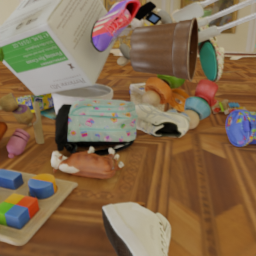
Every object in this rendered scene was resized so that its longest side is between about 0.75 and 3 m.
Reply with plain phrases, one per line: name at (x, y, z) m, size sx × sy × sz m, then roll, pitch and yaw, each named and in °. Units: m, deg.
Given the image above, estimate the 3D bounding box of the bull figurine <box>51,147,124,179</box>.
bull figurine at (-0.996, 0.845, 6.848) m, size 1.777 × 0.579 × 1.079 m, roll 9°, pitch 21°, yaw 25°

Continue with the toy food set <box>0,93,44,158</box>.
toy food set at (-3.503, -0.051, 7.490) m, size 0.457 × 1.843 × 2.899 m, roll -7°, pitch 1°, yaw 41°

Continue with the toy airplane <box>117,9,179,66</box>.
toy airplane at (0.721, -3.528, 10.945) m, size 2.346 × 1.663 × 2.357 m, roll 3°, pitch 57°, yaw 50°

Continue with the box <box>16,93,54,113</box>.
box at (-3.618, -1.145, 11.844) m, size 0.772 × 0.708 × 2.203 m, roll -8°, pitch 12°, yaw 21°

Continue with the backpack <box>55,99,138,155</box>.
backpack at (-0.881, -0.125, 8.247) m, size 2.355 × 1.491 × 1.965 m, roll 0°, pitch 17°, yaw -7°

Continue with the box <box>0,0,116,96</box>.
box at (-2.333, -2.953, 9.252) m, size 2.787 × 2.399 × 2.800 m, roll -5°, pitch 51°, yaw 32°

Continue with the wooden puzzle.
wooden puzzle at (-2.301, 1.347, 5.589) m, size 1.894 × 0.473 × 2.045 m, roll 6°, pitch 20°, yaw 18°

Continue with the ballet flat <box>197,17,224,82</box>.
ballet flat at (3.100, -3.128, 10.703) m, size 0.943 × 2.951 × 1.116 m, roll -12°, pitch -18°, yaw -20°

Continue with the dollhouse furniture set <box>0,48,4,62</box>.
dollhouse furniture set at (-3.475, -2.575, 7.237) m, size 0.628 × 1.627 × 0.813 m, roll 5°, pitch -21°, yaw -15°

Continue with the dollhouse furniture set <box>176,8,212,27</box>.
dollhouse furniture set at (2.854, -4.408, 12.176) m, size 1.776 × 1.163 × 0.891 m, roll -8°, pitch 49°, yaw -7°

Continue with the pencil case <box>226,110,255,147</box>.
pencil case at (4.535, -0.090, 8.565) m, size 2.883 × 1.125 × 1.252 m, roll -5°, pitch -12°, yaw -11°

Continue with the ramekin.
ramekin at (-1.718, -0.897, 10.672) m, size 2.274 × 1.193 × 2.274 m, roll 3°, pitch 23°, yaw -1°

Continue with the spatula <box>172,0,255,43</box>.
spatula at (2.824, -3.430, 8.384) m, size 2.565 × 0.206 × 1.783 m, roll -13°, pitch -29°, yaw 36°

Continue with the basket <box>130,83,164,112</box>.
basket at (0.838, -1.307, 12.265) m, size 1.122 × 1.021 × 1.655 m, roll -6°, pitch 21°, yaw -18°

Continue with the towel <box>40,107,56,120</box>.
towel at (-2.966, -0.604, 11.582) m, size 1.431 × 0.155 × 1.050 m, roll 16°, pitch 26°, yaw 38°

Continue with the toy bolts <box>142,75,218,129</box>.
toy bolts at (1.933, -0.824, 10.696) m, size 2.603 × 2.486 × 1.805 m, roll 24°, pitch 66°, yaw 33°

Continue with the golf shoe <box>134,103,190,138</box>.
golf shoe at (0.784, -0.191, 9.355) m, size 2.459 × 0.963 × 1.196 m, roll 5°, pitch 26°, yaw 17°

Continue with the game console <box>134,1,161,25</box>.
game console at (0.724, -3.691, 9.141) m, size 0.699 × 0.143 × 1.185 m, roll -30°, pitch -18°, yaw 33°

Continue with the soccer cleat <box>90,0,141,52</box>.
soccer cleat at (-0.362, -3.078, 8.212) m, size 0.797 × 0.743 × 2.179 m, roll -4°, pitch 46°, yaw 42°

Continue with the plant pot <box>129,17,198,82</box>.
plant pot at (0.845, -1.816, 6.554) m, size 1.390 × 1.404 × 1.404 m, roll 6°, pitch 20°, yaw 21°

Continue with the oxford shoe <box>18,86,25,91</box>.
oxford shoe at (-6.111, -2.203, 16.061) m, size 0.271 × 0.271 × 0.761 m, roll -40°, pitch 35°, yaw -20°

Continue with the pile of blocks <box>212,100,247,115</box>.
pile of blocks at (4.148, -0.815, 11.513) m, size 1.458 × 0.599 × 0.453 m, roll 4°, pitch 20°, yaw 11°

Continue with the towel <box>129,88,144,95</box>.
towel at (1.558, -1.731, 14.689) m, size 1.919 × 0.316 × 2.651 m, roll -13°, pitch 25°, yaw -39°

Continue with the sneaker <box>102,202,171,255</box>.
sneaker at (0.346, 1.697, 4.042) m, size 0.970 × 0.834 × 2.291 m, roll -9°, pitch 20°, yaw -18°
